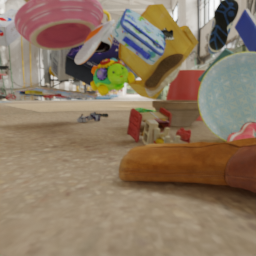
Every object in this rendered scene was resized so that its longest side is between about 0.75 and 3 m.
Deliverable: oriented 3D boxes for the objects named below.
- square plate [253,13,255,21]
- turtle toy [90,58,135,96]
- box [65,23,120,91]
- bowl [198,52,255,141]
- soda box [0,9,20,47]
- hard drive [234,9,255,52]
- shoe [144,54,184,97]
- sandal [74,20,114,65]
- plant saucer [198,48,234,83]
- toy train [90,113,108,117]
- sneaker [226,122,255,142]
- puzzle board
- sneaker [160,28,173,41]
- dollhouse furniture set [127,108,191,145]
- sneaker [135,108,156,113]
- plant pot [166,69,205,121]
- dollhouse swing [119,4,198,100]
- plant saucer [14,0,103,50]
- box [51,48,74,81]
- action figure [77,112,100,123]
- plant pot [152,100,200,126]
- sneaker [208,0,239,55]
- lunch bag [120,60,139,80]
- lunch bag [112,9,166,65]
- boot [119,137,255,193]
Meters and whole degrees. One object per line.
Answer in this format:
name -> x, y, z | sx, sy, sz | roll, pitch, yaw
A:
square plate -> 5.232, -4.128, 10.763 | 1.293, 1.305, 0.186 | 9, 37, -28
turtle toy -> -0.505, -1.660, 8.768 | 1.290, 0.895, 1.770 | -28, 31, -15
box -> -1.236, -2.897, 11.216 | 1.704, 2.303, 1.201 | 26, -27, -2
bowl -> 3.233, -0.781, 8.047 | 2.515, 2.515, 1.354 | 1, 2, 9
soda box -> -4.464, -3.791, 10.493 | 0.688, 0.736, 2.160 | 9, 36, -2
hard drive -> 4.283, -3.298, 9.812 | 0.179, 1.409, 0.930 | -19, -19, -8
shoe -> 1.302, -1.917, 10.052 | 0.719, 0.549, 2.056 | 30, 66, 34
sandal -> -0.929, -2.456, 8.472 | 0.819, 0.613, 2.137 | -7, 45, 39
plant saucer -> 3.647, -2.526, 11.648 | 0.162, 1.712, 0.599 | 25, 20, -51
toy train -> -1.652, -0.727, 16.196 | 1.226, 0.209, 0.281 | 2, -4, 24
sneaker -> 3.117, 0.255, 7.327 | 1.205, 0.444, 0.523 | -28, 37, -28
puzzle board -> -3.216, -1.497, 12.534 | 2.990, 0.260, 2.253 | 2, 1, -45
sneaker -> 1.099, -3.042, 9.059 | 0.843, 0.382, 0.280 | -5, 32, -17
dollhouse furniture set -> 0.898, 0.171, 7.650 | 1.116, 0.843, 2.073 | -3, 25, -25
sneaker -> 0.904, -0.872, 15.907 | 1.467, 0.543, 0.613 | 2, 4, 13
plant pot -> 3.411, -1.809, 15.275 | 2.928, 2.590, 2.928 | 0, 7, 0
dollhouse swing -> 0.791, -3.011, 11.034 | 2.494, 2.837, 2.578 | 37, -2, -20
plant saucer -> -2.170, -3.311, 9.185 | 2.874, 0.729, 2.874 | -13, -5, -1
box -> -2.521, -3.361, 13.125 | 1.949, 1.793, 1.023 | -16, 48, -32
action figure -> -1.943, -0.483, 13.422 | 0.815, 0.435, 1.253 | 13, 17, 39
plant pot -> 2.196, -0.656, 12.142 | 2.328, 1.075, 2.328 | -1, 8, 0
sneaker -> 2.952, -3.246, 8.978 | 0.717, 1.893, 0.729 | 23, -7, 8
lunch bag -> 0.267, -3.817, 15.403 | 1.878, 2.344, 0.886 | -38, -2, -26
lunch bag -> 0.348, -2.567, 7.918 | 1.531, 0.631, 1.231 | 33, 43, -17
boot -> 1.726, 0.529, 4.932 | 2.975, 1.019, 2.801 | -4, 12, 31
